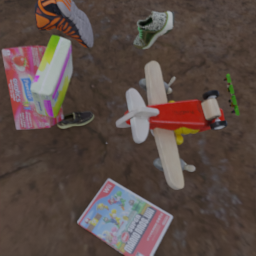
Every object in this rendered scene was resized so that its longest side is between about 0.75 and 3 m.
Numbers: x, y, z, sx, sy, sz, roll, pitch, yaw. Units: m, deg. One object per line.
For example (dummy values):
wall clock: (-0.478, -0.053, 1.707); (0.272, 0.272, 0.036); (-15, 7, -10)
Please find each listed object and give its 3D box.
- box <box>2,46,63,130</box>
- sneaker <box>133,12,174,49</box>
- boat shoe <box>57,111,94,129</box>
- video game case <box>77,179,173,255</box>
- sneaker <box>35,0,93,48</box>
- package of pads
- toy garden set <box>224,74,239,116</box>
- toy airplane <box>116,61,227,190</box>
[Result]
box: (-2.909, -1.265, 8.775); (1.170, 2.451, 1.222); (-3, 14, 8)
sneaker: (0.617, -3.338, 9.339); (0.907, 2.047, 0.787); (12, 73, -28)
boat shoe: (-2.081, -0.368, 11.048); (1.480, 0.480, 0.542); (-19, 58, -13)
video game case: (-0.085, 2.942, 8.925); (2.502, 0.218, 1.789); (27, 60, 18)
sneaker: (-2.236, -3.597, 9.685); (1.389, 2.480, 0.962); (-7, 65, 20)
package of pads: (-2.001, -1.327, 7.578); (0.615, 1.394, 1.805); (14, 65, -3)
toy garden set: (3.125, -1.036, 8.588); (0.241, 1.210, 1.009); (-14, 10, 22)
toy airplane: (0.978, -0.149, 7.569); (2.763, 1.958, 2.775); (38, 66, 0)
